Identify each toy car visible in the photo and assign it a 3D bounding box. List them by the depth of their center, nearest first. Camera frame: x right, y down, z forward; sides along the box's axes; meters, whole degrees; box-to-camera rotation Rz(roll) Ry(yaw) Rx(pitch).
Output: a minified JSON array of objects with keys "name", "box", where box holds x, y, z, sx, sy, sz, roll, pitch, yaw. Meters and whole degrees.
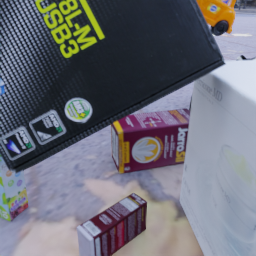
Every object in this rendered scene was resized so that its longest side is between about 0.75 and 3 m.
[{"name":"toy car","box":[1.090,-2.305,4.443,1.193,0.809,2.432,22,35,-14]}]

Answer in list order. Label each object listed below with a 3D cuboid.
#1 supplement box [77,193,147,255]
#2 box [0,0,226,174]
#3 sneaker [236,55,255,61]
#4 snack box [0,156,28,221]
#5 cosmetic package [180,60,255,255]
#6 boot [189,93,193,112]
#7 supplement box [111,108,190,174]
[{"name":"supplement box","box":[-0.195,1.421,3.965,1.042,0.567,0.317,-21,34,-38]},{"name":"box","box":[-0.708,-1.224,3.014,2.536,2.626,0.624,-26,4,7]},{"name":"sneaker","box":[5.287,-2.267,10.966,2.365,0.946,0.872,16,29,27]},{"name":"snack box","box":[-2.562,0.672,4.669,1.788,1.272,0.474,12,28,22]},{"name":"cosmetic package","box":[1.750,0.665,3.310,1.510,2.457,2.449,-2,26,-8]},{"name":"boot","box":[2.690,-0.722,8.024,1.710,0.817,2.264,10,34,15]},{"name":"supplement box","box":[0.557,0.244,5.869,1.748,0.964,0.748,-7,28,-13]}]
